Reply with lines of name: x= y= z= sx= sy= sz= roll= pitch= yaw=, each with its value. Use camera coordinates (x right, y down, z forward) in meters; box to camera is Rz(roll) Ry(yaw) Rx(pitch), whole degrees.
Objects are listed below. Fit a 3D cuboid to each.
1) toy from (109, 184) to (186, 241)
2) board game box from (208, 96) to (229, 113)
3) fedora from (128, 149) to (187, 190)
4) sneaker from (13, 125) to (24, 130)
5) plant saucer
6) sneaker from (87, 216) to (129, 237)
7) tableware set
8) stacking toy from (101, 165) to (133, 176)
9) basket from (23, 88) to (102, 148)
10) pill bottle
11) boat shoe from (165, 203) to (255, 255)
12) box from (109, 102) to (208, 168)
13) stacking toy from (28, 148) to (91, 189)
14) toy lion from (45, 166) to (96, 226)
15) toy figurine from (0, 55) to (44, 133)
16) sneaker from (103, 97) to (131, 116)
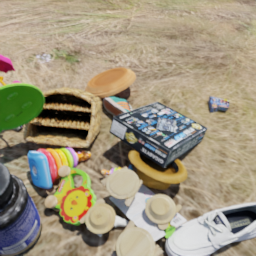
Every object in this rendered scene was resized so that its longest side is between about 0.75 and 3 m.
toy: x=0.515 y=2.484 z=8.137 sx=1.204 sy=0.493 sz=2.090 roll=-19 pitch=28 yaw=-31
board game box: x=3.966 y=-0.975 z=12.397 sx=0.899 sy=0.277 sz=0.898 roll=14 pitch=43 yaw=15
fedora: x=0.882 y=1.386 z=9.082 sx=2.006 sy=0.818 sz=2.006 roll=13 pitch=24 yaw=-6
sneaker: x=-4.636 y=-0.174 z=11.449 sx=0.926 sy=0.322 sz=0.461 roll=16 pitch=38 yaw=23
plant saucer: x=-0.893 y=-2.172 z=13.030 sx=2.500 sy=0.468 sz=2.500 roll=-15 pitch=30 yaw=9
sneaker: x=-0.599 y=2.815 z=7.997 sx=1.148 sy=0.423 sz=0.664 roll=13 pitch=59 yaw=5
tableware set: x=0.033 y=2.304 z=7.512 sx=2.534 sy=0.294 sz=2.117 roll=31 pitch=62 yaw=27
stacking toy: x=-0.398 y=1.516 z=9.197 sx=1.034 sy=0.600 sz=0.568 roll=7 pitch=27 yaw=10
basket: x=-2.340 y=-0.475 z=10.291 sx=2.527 sy=1.804 sz=1.883 roll=7 pitch=19 yaw=8
pill bottle: x=-3.145 y=2.061 z=6.972 sx=1.493 sy=2.670 sz=1.493 roll=1 pitch=48 yaw=-1
boat shoe: x=2.401 y=2.683 z=7.631 sx=2.985 sy=0.976 sz=1.098 roll=-16 pitch=43 yaw=-17
box: x=1.171 y=0.070 z=10.098 sx=2.376 sy=0.688 sz=2.989 roll=31 pitch=31 yaw=26
stacking toy: x=-2.162 y=1.124 z=9.484 sx=2.163 sy=1.187 sz=1.255 roll=-15 pitch=11 yaw=-40
toy lion: x=-1.583 y=2.017 z=8.330 sx=1.506 sy=0.540 sz=1.572 roll=8 pitch=64 yaw=24
toy figurine: x=-4.585 y=-1.324 z=9.528 sx=2.766 sy=2.077 sz=2.546 roll=-37 pitch=64 yaw=4
sneaker: x=-0.125 y=-0.722 z=11.731 sx=0.866 sy=0.774 sz=2.168 roll=-24 pitch=50 yaw=-30
